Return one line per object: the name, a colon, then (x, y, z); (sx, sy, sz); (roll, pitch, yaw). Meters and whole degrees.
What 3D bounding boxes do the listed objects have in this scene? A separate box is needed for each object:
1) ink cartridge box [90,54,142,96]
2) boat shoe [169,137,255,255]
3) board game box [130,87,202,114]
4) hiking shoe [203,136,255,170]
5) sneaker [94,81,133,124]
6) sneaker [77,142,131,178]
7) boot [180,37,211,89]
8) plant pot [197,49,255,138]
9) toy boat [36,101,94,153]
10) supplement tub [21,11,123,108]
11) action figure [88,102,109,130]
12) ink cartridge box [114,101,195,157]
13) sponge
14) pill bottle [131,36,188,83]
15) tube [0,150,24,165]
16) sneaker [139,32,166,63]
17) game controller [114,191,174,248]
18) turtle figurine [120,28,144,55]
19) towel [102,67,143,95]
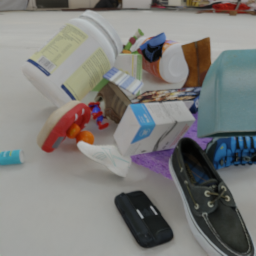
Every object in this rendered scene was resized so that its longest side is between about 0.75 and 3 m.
ink cartridge box: (-0.533, -1.997, 10.448); (2.078, 1.512, 0.498); (3, 17, 6)
boat shoe: (1.381, 1.183, 4.956); (0.867, 0.715, 2.525); (-10, 42, -15)
board game box: (1.234, -0.841, 8.764); (2.348, 0.406, 1.591); (0, 21, 34)
hiking shoe: (2.583, 0.513, 6.434); (2.085, 0.776, 0.904); (-18, 24, -30)
sneaker: (-0.166, -0.383, 8.084); (0.878, 0.819, 2.325); (-41, 54, 6)
sneaker: (-0.524, 0.594, 6.300); (1.330, 0.533, 0.468); (28, -4, 12)
boot: (2.039, -1.939, 9.588); (1.851, 1.966, 0.673); (-14, -8, 34)
plant pot: (2.071, -0.605, 5.125); (1.451, 1.482, 1.455); (-3, -6, 1)
toy boat: (-1.394, 0.089, 7.188); (1.187, 1.185, 1.815); (37, 24, -3)
supplement tub: (-1.730, -2.147, 9.071); (2.838, 2.058, 2.058); (-49, 46, -12)
action figure: (-0.902, -0.467, 8.424); (0.477, 0.603, 1.844); (-34, 22, -3)
ink cartridge box: (0.699, -0.011, 6.053); (1.768, 1.024, 0.590); (-7, 53, -31)
sponge: (1.474, 0.313, 7.226); (1.558, 0.416, 2.792); (19, 35, 34)
pill bottle: (1.374, -3.184, 12.553); (1.664, 1.664, 2.967); (-14, 31, -24)
tube: (-3.164, 0.742, 6.662); (1.298, 0.327, 0.503); (-6, 28, -1)
sneaker: (0.940, -2.687, 9.584); (0.697, 0.774, 1.986); (-30, 12, -4)
game controller: (0.258, 1.607, 5.110); (0.694, 0.280, 1.329); (2, 25, -28)
turtle figurine: (-0.020, -2.992, 11.189); (1.933, 1.993, 1.435); (-39, 68, 7)
towel: (-0.132, -1.404, 8.414); (1.123, 0.134, 0.825); (29, 38, 5)
